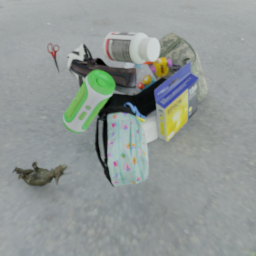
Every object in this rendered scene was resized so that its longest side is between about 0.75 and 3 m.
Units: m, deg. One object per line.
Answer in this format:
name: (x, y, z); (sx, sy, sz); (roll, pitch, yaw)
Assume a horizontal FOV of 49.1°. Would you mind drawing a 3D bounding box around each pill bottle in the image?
pill bottle: (0.113, -2.470, 8.667); (1.660, 0.919, 0.919); (17, 39, 37)

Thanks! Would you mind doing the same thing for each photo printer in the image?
photo printer: (0.665, 0.088, 9.924); (1.112, 0.925, 0.386); (-21, 37, -33)

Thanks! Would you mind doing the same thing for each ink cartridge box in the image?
ink cartridge box: (0.260, -2.818, 12.265); (0.428, 2.108, 2.103); (18, 19, -12)
ink cartridge box: (1.775, -0.906, 9.841); (0.495, 2.108, 2.083); (29, 56, 33)

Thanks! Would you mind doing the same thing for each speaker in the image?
speaker: (-1.276, -0.764, 8.773); (0.970, 2.194, 0.970); (22, 44, -22)

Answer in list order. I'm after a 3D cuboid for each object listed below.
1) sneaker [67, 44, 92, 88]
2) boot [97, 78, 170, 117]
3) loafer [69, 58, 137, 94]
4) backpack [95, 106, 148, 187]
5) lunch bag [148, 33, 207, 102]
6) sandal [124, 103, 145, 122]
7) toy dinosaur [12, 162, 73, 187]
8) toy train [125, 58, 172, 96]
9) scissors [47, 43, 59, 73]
sneaker: (-1.928, -2.310, 11.418); (0.995, 0.917, 2.488); (-23, 51, 13)
boot: (0.115, -0.994, 10.065); (1.984, 2.422, 0.896); (2, 62, -34)
loafer: (-0.822, -1.971, 9.414); (2.718, 0.856, 0.977); (26, 29, 26)
backpack: (-0.096, 0.492, 6.751); (1.138, 1.500, 1.798); (-13, 50, 10)
lunch bag: (2.225, -2.402, 11.840); (1.824, 2.618, 2.196); (-43, 52, -1)
sandal: (0.189, -0.481, 9.052); (0.452, 0.495, 1.137); (-1, -13, 37)
toy dinosaur: (-2.691, 1.458, 8.207); (1.955, 1.000, 0.752); (-16, 52, 27)
toy train: (0.616, -2.107, 10.407); (1.723, 2.294, 0.638); (-5, 52, -21)
scissors: (-3.063, -2.860, 11.490); (0.487, 0.093, 1.331); (1, 77, -22)
